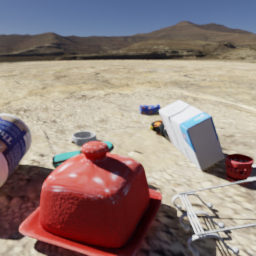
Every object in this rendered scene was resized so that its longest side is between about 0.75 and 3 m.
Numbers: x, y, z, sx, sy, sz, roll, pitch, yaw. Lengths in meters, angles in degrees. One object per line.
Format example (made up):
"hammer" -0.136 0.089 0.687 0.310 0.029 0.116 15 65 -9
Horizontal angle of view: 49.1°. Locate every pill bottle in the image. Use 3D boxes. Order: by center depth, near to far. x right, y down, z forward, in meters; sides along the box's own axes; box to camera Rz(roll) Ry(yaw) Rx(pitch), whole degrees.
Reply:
"pill bottle" -4.023 0.824 7.973 1.641 1.641 2.957 1 23 2

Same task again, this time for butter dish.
"butter dish" -0.712 1.259 6.317 2.660 1.972 2.668 8 20 20

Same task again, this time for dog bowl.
"dog bowl" -1.810 0.421 11.479 1.089 0.319 1.089 1 18 0

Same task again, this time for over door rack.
"over door rack" 2.285 1.829 6.188 2.340 0.780 1.729 -21 18 3

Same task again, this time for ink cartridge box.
"ink cartridge box" 2.140 0.166 9.746 0.956 1.658 2.285 -28 24 -6

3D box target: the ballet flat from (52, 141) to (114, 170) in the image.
"ballet flat" -1.316 0.975 8.663 2.072 0.729 0.698 -15 32 10

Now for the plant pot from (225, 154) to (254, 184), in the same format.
"plant pot" 3.310 1.226 8.412 0.786 0.716 0.786 0 19 0

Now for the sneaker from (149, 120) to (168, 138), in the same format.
"sneaker" 1.329 0.056 12.261 0.784 0.609 1.741 -6 14 6

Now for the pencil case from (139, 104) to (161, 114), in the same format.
"pencil case" 1.194 -1.060 15.615 1.245 0.486 0.541 -4 50 -14
